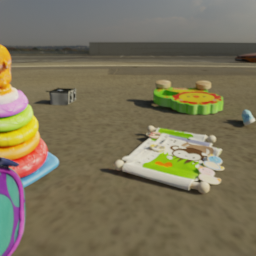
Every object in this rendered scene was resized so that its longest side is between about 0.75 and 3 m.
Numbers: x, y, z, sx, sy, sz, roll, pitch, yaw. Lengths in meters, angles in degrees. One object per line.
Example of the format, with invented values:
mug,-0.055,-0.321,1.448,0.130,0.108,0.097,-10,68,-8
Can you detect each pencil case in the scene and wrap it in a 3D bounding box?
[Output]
pencil case,-2.639,0.826,3.402,2.766,1.177,1.278,5,-23,20

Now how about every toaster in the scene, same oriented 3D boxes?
toaster,-2.858,-1.373,12.115,1.058,0.628,0.956,2,16,8

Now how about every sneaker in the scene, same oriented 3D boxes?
sneaker,3.720,-0.351,8.822,0.351,0.389,0.949,-35,1,21

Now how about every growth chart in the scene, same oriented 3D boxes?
growth chart,1.027,0.555,6.165,2.113,0.259,2.920,7,18,20

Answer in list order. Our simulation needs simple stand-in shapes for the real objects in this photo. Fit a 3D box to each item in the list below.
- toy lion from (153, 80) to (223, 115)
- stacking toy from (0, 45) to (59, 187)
toy lion,2.333,-1.160,11.240,2.746,0.943,2.632,3,24,12
stacking toy,-2.039,-0.197,4.628,1.372,2.364,1.297,27,37,29
